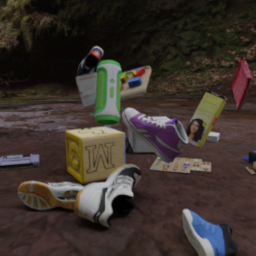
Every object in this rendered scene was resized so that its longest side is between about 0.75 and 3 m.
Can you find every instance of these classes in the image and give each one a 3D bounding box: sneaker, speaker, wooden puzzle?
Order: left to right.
[{"bbox_3d":[-1.871,1.727,7.224,1.809,0.684,0.793,8,1,1],"label":"sneaker"},{"bbox_3d":[-1.729,-2.616,11.943,0.678,1.807,0.764,29,39,-12],"label":"sneaker"},{"bbox_3d":[-0.769,-1.333,10.707,1.032,2.333,1.032,1,-13,0],"label":"speaker"},{"bbox_3d":[-0.191,1.697,6.965,1.068,0.921,2.436,20,24,28],"label":"sneaker"},{"bbox_3d":[-0.004,-2.230,13.543,2.044,0.511,2.207,-11,39,22],"label":"wooden puzzle"},{"bbox_3d":[0.744,-0.076,7.192,1.846,1.052,0.669,42,38,9],"label":"sneaker"},{"bbox_3d":[1.589,2.030,5.452,0.759,0.524,1.364,-7,15,-8],"label":"sneaker"}]

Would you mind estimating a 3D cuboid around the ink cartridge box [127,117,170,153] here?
[{"bbox_3d":[1.122,0.265,13.395,2.140,1.228,2.947,-1,10,-5],"label":"ink cartridge box"}]

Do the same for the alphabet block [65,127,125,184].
[{"bbox_3d":[-1.108,0.850,9.376,1.539,1.511,1.503,-7,11,-32],"label":"alphabet block"}]

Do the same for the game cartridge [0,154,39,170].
[{"bbox_3d":[-4.204,1.274,10.541,1.635,0.314,1.060,-3,15,-17],"label":"game cartridge"}]

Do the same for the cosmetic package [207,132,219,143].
[{"bbox_3d":[4.456,0.496,14.631,0.497,0.358,0.881,6,11,22],"label":"cosmetic package"}]

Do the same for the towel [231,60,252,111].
[{"bbox_3d":[3.845,-1.494,9.583,0.192,1.232,1.704,11,35,7],"label":"towel"}]

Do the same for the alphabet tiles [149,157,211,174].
[{"bbox_3d":[1.993,1.387,10.433,2.088,0.079,1.745,2,10,16],"label":"alphabet tiles"}]

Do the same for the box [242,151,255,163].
[{"bbox_3d":[5.770,1.235,10.235,1.753,0.469,2.895,-3,9,-15],"label":"box"}]

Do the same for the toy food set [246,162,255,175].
[{"bbox_3d":[4.816,1.255,9.669,1.342,0.211,0.853,-30,11,8],"label":"toy food set"}]

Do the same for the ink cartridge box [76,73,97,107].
[{"bbox_3d":[-1.645,-1.639,12.018,0.931,1.289,0.545,-15,10,-10],"label":"ink cartridge box"}]

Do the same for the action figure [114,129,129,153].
[{"bbox_3d":[-1.207,0.787,11.552,1.741,0.928,2.676,16,22,39],"label":"action figure"}]

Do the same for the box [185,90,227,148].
[{"bbox_3d":[2.277,-0.259,8.370,0.623,1.654,0.415,29,5,34],"label":"box"}]
